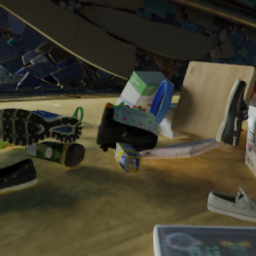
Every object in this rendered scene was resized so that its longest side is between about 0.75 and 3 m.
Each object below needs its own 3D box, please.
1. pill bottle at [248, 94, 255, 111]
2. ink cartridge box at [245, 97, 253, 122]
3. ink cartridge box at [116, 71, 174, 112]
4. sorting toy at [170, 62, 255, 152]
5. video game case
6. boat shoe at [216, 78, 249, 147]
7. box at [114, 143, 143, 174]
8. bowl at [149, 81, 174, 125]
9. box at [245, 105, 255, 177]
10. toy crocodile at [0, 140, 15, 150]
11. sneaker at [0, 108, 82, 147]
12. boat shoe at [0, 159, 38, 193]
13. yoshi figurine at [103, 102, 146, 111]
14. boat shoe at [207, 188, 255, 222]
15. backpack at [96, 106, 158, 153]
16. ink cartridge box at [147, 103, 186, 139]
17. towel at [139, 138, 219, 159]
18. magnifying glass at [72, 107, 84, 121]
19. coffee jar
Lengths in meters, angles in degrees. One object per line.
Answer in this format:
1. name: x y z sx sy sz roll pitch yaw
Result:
1. pill bottle: 5.099 -0.355 8.789 1.287 1.287 2.292 -10 38 -43
2. ink cartridge box: 4.581 -0.962 12.330 2.586 0.570 2.634 21 -7 -9
3. ink cartridge box: 0.590 -1.240 12.315 1.746 2.403 1.051 -10 50 -43
4. sorting toy: 2.753 -0.721 8.882 0.845 2.429 2.415 11 8 -37
5. video game case: 1.779 1.702 2.499 2.963 0.346 2.694 0 10 2
6. boat shoe: 2.348 -0.288 6.042 0.500 1.659 0.627 22 50 24
7. box: -0.013 0.720 6.867 0.388 0.423 1.208 7 9 -15
8. bowl: 1.168 -0.861 10.028 0.323 1.643 1.643 19 8 -9
9. box: 3.604 0.454 5.691 1.842 1.600 2.788 2 9 11
10. toy crocodile: -3.707 0.331 9.042 2.166 0.669 0.731 -5 48 -43
11. sneaker: -2.231 -0.023 6.649 2.166 0.851 0.966 8 3 -39
12. boat shoe: -2.681 0.995 5.529 1.827 0.606 0.683 -9 14 -39
13. yoshi figurine: -0.070 -0.366 10.275 1.648 0.923 0.926 10 25 12
14. boat shoe: 1.880 1.230 4.667 1.054 0.449 0.389 8 14 24
15. backpack: 0.044 0.059 8.132 1.737 1.100 1.450 10 -36 -11
16. ink cartridge box: 2.411 -0.406 11.513 2.728 1.130 1.988 -5 12 -25
17. towel: 1.348 0.563 7.425 1.637 0.264 1.564 -11 0 45
18. magnifying glass: -2.535 -0.479 13.422 0.214 0.761 1.911 5 22 13
19. coffee jar: -1.836 0.575 7.158 1.398 0.596 0.729 14 8 13
